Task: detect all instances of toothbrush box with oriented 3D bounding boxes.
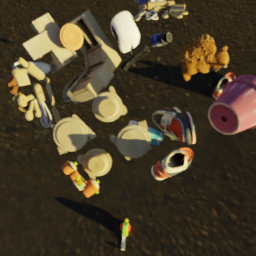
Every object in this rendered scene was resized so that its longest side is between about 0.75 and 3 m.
[{"bbox_3d":[0.503,0.164,8.841,1.035,0.758,0.441,22,88,-8],"label":"toothbrush box"}]

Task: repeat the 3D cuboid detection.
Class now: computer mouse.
[{"bbox_3d":[0.028,-2.882,9.491,1.266,2.308,0.506,-34,63,0],"label":"computer mouse"}]

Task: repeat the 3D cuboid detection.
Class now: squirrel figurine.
[{"bbox_3d":[2.992,-2.748,10.949,1.736,1.860,1.316,5,77,23],"label":"squirrel figurine"}]

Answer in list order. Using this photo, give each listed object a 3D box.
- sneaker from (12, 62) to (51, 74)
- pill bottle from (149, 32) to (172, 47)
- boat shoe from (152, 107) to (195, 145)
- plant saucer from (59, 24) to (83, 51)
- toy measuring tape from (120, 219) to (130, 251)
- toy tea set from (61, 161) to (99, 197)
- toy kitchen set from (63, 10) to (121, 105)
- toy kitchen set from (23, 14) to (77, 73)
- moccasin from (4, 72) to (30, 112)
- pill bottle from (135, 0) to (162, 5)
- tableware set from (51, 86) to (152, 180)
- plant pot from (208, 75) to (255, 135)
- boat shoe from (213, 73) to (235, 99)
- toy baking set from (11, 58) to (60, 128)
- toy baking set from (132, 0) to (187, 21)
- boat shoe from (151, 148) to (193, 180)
[{"bbox_3d":[-3.157,-1.967,9.210,1.190,0.479,0.455,-4,94,-19],"label":"sneaker"},{"bbox_3d":[1.463,-3.989,12.613,0.973,0.544,0.544,3,47,45],"label":"pill bottle"},{"bbox_3d":[1.441,-0.105,9.079,0.872,0.992,2.788,-7,16,-4],"label":"boat shoe"},{"bbox_3d":[-1.750,-2.819,8.710,0.796,0.796,0.128,-45,32,-26],"label":"plant saucer"},{"bbox_3d":[-0.123,3.502,9.279,0.366,0.366,0.994,6,56,4],"label":"toy measuring tape"},{"bbox_3d":[-1.319,1.411,8.066,0.557,1.505,0.895,-39,60,-10],"label":"toy tea set"},{"bbox_3d":[-1.854,-2.189,9.447,1.895,2.096,2.323,-16,33,35],"label":"toy kitchen set"},{"bbox_3d":[-2.792,-2.569,9.243,1.262,1.396,1.547,-40,106,-22],"label":"toy kitchen set"},{"bbox_3d":[-3.942,-1.254,10.111,0.725,1.982,0.765,-31,67,-29],"label":"moccasin"},{"bbox_3d":[0.936,-5.767,12.616,1.154,0.668,0.668,30,60,13],"label":"pill bottle"},{"bbox_3d":[-0.739,0.265,8.060,2.599,0.302,2.171,-32,104,4],"label":"tableware set"},{"bbox_3d":[3.015,-0.528,7.734,1.353,1.512,1.512,-30,60,-30],"label":"plant pot"},{"bbox_3d":[4.502,-2.051,12.972,0.635,0.558,1.784,32,60,22],"label":"boat shoe"},{"bbox_3d":[-2.666,-0.938,8.171,0.264,2.271,1.743,-8,77,14],"label":"toy baking set"},{"bbox_3d":[1.035,-4.071,9.649,2.161,0.251,1.658,-9,37,-7],"label":"toy baking set"},{"bbox_3d":[1.340,0.894,7.674,1.777,0.556,0.633,-19,69,-47],"label":"boat shoe"}]
